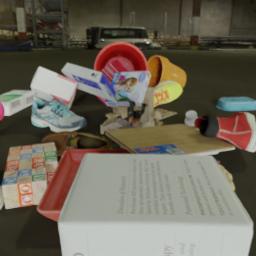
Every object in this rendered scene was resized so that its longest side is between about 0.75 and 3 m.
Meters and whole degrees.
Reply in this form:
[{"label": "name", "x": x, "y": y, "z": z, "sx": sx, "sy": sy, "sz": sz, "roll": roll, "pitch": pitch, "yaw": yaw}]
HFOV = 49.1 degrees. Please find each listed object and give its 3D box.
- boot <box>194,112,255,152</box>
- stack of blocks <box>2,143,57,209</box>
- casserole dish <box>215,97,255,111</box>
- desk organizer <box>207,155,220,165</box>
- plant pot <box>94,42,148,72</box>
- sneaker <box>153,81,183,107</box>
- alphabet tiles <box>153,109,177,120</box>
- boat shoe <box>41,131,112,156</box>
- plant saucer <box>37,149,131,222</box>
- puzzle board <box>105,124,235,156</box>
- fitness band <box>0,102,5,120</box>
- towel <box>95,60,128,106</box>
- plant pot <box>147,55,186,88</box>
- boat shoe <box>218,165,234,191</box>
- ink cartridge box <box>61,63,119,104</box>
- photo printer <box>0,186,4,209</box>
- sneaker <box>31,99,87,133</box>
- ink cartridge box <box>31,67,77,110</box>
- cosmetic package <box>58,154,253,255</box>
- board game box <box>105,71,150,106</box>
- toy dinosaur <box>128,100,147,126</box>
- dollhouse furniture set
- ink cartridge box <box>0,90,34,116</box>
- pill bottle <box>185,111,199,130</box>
[{"label": "boot", "x": 2.920, "y": -0.143, "z": 8.653, "sx": 1.742, "sy": 0.874, "sz": 2.415, "roll": 17, "pitch": 19, "yaw": 8}, {"label": "stack of blocks", "x": -2.279, "y": 1.048, "z": 6.747, "sx": 1.157, "sy": 0.589, "sz": 2.010, "roll": -6, "pitch": 21, "yaw": -16}, {"label": "casserole dish", "x": 5.135, "y": -1.150, "z": 13.199, "sx": 2.008, "sy": 0.389, "sz": 1.216, "roll": -3, "pitch": 20, "yaw": -6}, {"label": "desk organizer", "x": 1.961, "y": 0.881, "z": 7.559, "sx": 0.402, "sy": 0.374, "sz": 1.044, "roll": -10, "pitch": 22, "yaw": -20}, {"label": "plant pot", "x": -0.462, "y": -3.091, "z": 15.482, "sx": 2.878, "sy": 2.878, "sz": 2.546, "roll": -2, "pitch": 10, "yaw": -5}, {"label": "sneaker", "x": 1.272, "y": -1.350, "z": 12.672, "sx": 2.516, "sy": 0.983, "sz": 1.136, "roll": -18, "pitch": 21, "yaw": 7}, {"label": "alphabet tiles", "x": 1.139, "y": -0.673, "z": 12.335, "sx": 1.546, "sy": 0.058, "sz": 1.293, "roll": 18, "pitch": 27, "yaw": 41}, {"label": "boat shoe", "x": -1.495, "y": 0.402, "z": 7.979, "sx": 2.092, "sy": 0.753, "sz": 0.711, "roll": -1, "pitch": -12, "yaw": 0}, {"label": "plant saucer", "x": -0.269, "y": 1.229, "z": 6.305, "sx": 2.796, "sy": 0.514, "sz": 2.801, "roll": 0, "pitch": 19, "yaw": -1}, {"label": "puzzle board", "x": 1.115, "y": 0.390, "z": 7.795, "sx": 2.902, "sy": 0.252, "sz": 2.187, "roll": -5, "pitch": 20, "yaw": -29}, {"label": "fitness band", "x": -5.518, "y": -0.444, "z": 10.036, "sx": 2.036, "sy": 0.381, "sz": 1.463, "roll": -22, "pitch": 48, "yaw": -20}, {"label": "towel", "x": -0.700, "y": -1.863, "z": 12.029, "sx": 2.234, "sy": 1.616, "sz": 0.251, "roll": -24, "pitch": 33, "yaw": 42}, {"label": "plant pot", "x": 2.134, "y": -2.846, "z": 15.843, "sx": 1.910, "sy": 2.086, "sz": 2.086, "roll": 7, "pitch": 15, "yaw": -28}, {"label": "boat shoe", "x": 2.312, "y": 1.221, "z": 6.696, "sx": 0.339, "sy": 0.361, "sz": 0.979, "roll": 9, "pitch": 26, "yaw": 5}, {"label": "ink cartridge box", "x": -1.300, "y": -1.655, "z": 10.326, "sx": 2.378, "sy": 1.183, "sz": 0.466, "roll": 24, "pitch": 73, "yaw": 34}, {"label": "photo printer", "x": -3.197, "y": 1.545, "z": 5.561, "sx": 1.320, "sy": 0.458, "sz": 1.098, "roll": -1, "pitch": 19, "yaw": -4}, {"label": "sneaker", "x": -2.652, "y": -0.485, "z": 10.304, "sx": 2.472, "sy": 1.067, "sz": 0.960, "roll": 9, "pitch": 24, "yaw": 25}, {"label": "ink cartridge box", "x": -2.976, "y": -1.442, "z": 11.286, "sx": 1.548, "sy": 0.901, "sz": 2.125, "roll": 22, "pitch": -12, "yaw": -10}, {"label": "cosmetic package", "x": 0.296, "y": 1.466, "z": 3.913, "sx": 2.042, "sy": 1.708, "sz": 1.698, "roll": 0, "pitch": 21, "yaw": 1}, {"label": "board game box", "x": -0.013, "y": -1.497, "z": 10.662, "sx": 1.463, "sy": 0.302, "sz": 1.466, "roll": 1, "pitch": 59, "yaw": 26}, {"label": "toy dinosaur", "x": 0.279, "y": -0.426, "z": 9.473, "sx": 0.653, "sy": 0.868, "sz": 1.279, "roll": 6, "pitch": 17, "yaw": -32}, {"label": "dollhouse furniture set", "x": -0.239, "y": -0.594, "z": 10.125, "sx": 2.461, "sy": 1.409, "sz": 2.885, "roll": 12, "pitch": 23, "yaw": 31}, {"label": "ink cartridge box", "x": -6.235, "y": -1.230, "z": 12.989, "sx": 2.952, "sy": 0.739, "sz": 2.375, "roll": 5, "pitch": 20, "yaw": 8}, {"label": "pill bottle", "x": 2.183, "y": -0.173, "z": 9.618, "sx": 0.468, "sy": 0.818, "sz": 0.468, "roll": -8, "pitch": 46, "yaw": 8}]
